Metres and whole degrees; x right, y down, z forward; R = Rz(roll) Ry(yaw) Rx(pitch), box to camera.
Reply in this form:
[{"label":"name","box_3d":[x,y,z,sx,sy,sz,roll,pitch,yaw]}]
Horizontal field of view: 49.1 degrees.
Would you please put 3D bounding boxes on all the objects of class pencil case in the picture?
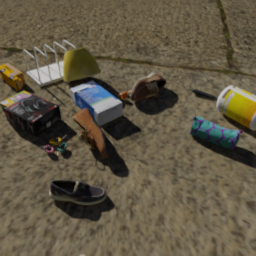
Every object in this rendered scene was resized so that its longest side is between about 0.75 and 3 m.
[{"label":"pencil case","box_3d":[3.590,0.178,11.662,2.000,0.851,0.924,24,71,26]}]

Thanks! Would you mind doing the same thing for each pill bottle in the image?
[{"label":"pill bottle","box_3d":[5.337,-0.801,12.486,1.368,1.368,2.504,-26,46,-29]}]

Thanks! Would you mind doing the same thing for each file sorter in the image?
[{"label":"file sorter","box_3d":[-4.336,-3.804,16.037,2.644,1.647,1.835,-26,46,-29]}]

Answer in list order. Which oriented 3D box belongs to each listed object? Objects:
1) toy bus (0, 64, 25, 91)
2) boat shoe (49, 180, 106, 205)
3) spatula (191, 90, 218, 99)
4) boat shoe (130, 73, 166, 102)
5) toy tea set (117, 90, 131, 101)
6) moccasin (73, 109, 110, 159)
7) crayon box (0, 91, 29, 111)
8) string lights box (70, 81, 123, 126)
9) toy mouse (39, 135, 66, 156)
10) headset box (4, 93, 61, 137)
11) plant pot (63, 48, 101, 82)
[{"label":"toy bus","box_3d":[-6.450,-2.844,15.571,0.849,0.706,2.169,-32,48,-32]},{"label":"boat shoe","box_3d":[-1.700,2.108,9.405,1.934,0.627,0.696,5,36,2]},{"label":"spatula","box_3d":[4.656,-1.586,14.293,2.952,0.303,0.834,14,26,20]},{"label":"boat shoe","box_3d":[1.092,-2.093,14.443,0.951,1.003,2.648,26,47,26]},{"label":"toy tea set","box_3d":[-0.025,-1.673,14.499,1.020,0.377,0.606,-21,14,-20]},{"label":"moccasin","box_3d":[-1.544,0.262,11.422,1.005,0.953,2.605,-30,59,-9]},{"label":"crayon box","box_3d":[-5.392,-1.237,13.787,0.851,0.418,1.434,25,45,28]},{"label":"string lights box","box_3d":[-1.560,-1.267,13.504,1.346,0.773,2.620,-27,45,-26]},{"label":"toy mouse","box_3d":[-2.930,0.841,11.334,1.226,0.237,1.090,-16,41,-19]},{"label":"headset box","box_3d":[-4.399,-0.671,12.760,2.137,0.825,1.590,25,45,25]},{"label":"plant pot","box_3d":[-2.651,-3.496,15.177,2.087,1.482,2.087,-12,16,3]}]
